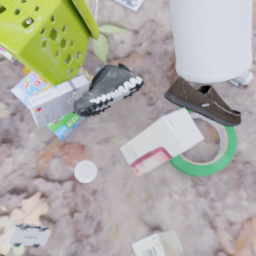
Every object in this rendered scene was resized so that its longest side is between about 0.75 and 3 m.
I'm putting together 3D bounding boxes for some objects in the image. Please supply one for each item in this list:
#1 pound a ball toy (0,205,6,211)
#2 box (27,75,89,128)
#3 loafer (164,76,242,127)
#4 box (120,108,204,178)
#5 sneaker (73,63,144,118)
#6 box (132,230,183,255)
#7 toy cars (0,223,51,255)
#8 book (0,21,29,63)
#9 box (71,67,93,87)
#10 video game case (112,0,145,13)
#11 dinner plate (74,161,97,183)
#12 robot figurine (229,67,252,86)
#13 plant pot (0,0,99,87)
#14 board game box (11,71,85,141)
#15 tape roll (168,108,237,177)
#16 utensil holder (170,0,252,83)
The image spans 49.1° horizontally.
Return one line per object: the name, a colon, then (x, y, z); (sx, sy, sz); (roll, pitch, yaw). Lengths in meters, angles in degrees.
pound a ball toy: (-3.559, 2.010, 7.129); (0.322, 0.757, 0.494); (26, 65, 43)
box: (-1.832, -0.695, 7.591); (1.591, 1.241, 0.328); (-30, 74, -20)
loafer: (2.077, -0.681, 7.226); (2.272, 0.829, 0.811); (19, 104, -19)
box: (0.793, 0.383, 6.829); (1.051, 1.645, 0.896); (-21, 78, -47)
sneaker: (-0.669, -1.107, 7.532); (1.120, 0.823, 2.476); (51, 48, 6)
box: (0.642, 2.462, 5.753); (0.599, 1.262, 0.491); (-30, 65, 16)
toy cars: (-2.317, 2.237, 5.276); (1.688, 0.374, 0.757); (-25, 119, -32)
book: (-4.869, -3.706, 10.641); (2.351, 0.565, 1.570); (32, 80, 9)
box: (-1.581, -1.905, 10.268); (1.463, 0.283, 0.303); (41, 79, 10)
video game case: (0.041, -5.464, 11.280); (1.431, 0.167, 1.301); (31, 77, 8)
dinner plate: (-1.441, 1.474, 9.477); (0.755, 0.091, 0.755); (0, 76, 1)
robot figurine: (4.047, -1.926, 10.132); (0.977, 0.552, 0.828); (35, 117, 8)
plant pot: (-2.263, -2.680, 7.239); (2.412, 2.424, 2.200); (35, 85, 19)
board game box: (-2.563, -1.092, 9.957); (2.542, 0.465, 1.923); (42, 79, 11)
tape roll: (2.369, 0.405, 9.498); (2.451, 0.589, 2.451); (0, 75, -1)
utensil holder: (2.236, -2.867, 7.639); (2.165, 2.548, 2.165); (-11, 35, 8)
